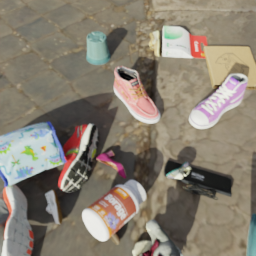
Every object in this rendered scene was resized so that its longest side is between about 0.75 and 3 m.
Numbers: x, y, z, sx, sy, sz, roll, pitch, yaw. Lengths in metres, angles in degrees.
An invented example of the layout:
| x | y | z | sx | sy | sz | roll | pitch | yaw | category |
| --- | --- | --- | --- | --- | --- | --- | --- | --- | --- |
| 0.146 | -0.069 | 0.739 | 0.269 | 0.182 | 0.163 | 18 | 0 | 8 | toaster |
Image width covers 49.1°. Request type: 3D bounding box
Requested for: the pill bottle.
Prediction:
| x | y | z | sx | sy | sz | roll | pitch | yaw | category |
| --- | --- | --- | --- | --- | --- | --- | --- | --- | --- |
| -0.342 | 2.300 | 8.100 | 1.014 | 1.014 | 1.807 | 38 | 48 | 24 | pill bottle |

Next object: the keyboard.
| x | y | z | sx | sy | sz | roll | pitch | yaw | category |
| --- | --- | --- | --- | --- | --- | --- | --- | --- | --- |
| 2.256 | 1.839 | 9.349 | 2.281 | 0.452 | 1.187 | 15 | 32 | 13 | keyboard |

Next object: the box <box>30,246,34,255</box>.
| x | y | z | sx | sy | sz | roll | pitch | yaw | category |
| --- | --- | --- | --- | --- | --- | --- | --- | --- | --- |
| -3.407 | 3.942 | 7.697 | 1.194 | 0.369 | 1.496 | 3 | 54 | 4 | box |

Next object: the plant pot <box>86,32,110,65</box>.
| x | y | z | sx | sy | sz | roll | pitch | yaw | category |
| --- | --- | --- | --- | --- | --- | --- | --- | --- | --- |
| -1.412 | -3.708 | 12.902 | 1.159 | 1.135 | 1.159 | 0 | 54 | 0 | plant pot |

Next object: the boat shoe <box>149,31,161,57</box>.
| x | y | z | sx | sy | sz | roll | pitch | yaw | category |
| --- | --- | --- | --- | --- | --- | --- | --- | --- | --- |
| 1.288 | -4.028 | 13.536 | 0.547 | 0.610 | 1.648 | -7 | 51 | 12 | boat shoe |

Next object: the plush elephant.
| x | y | z | sx | sy | sz | roll | pitch | yaw | category |
| --- | --- | --- | --- | --- | --- | --- | --- | --- | --- |
| 0.666 | 3.523 | 7.483 | 1.338 | 1.728 | 1.423 | -33 | 50 | 4 | plush elephant |

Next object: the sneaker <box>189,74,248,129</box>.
| x | y | z | sx | sy | sz | roll | pitch | yaw | category |
| --- | --- | --- | --- | --- | --- | --- | --- | --- | --- |
| 3.480 | -1.176 | 10.745 | 2.797 | 1.595 | 1.014 | -36 | 63 | -22 | sneaker |

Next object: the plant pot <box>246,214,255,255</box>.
| x | y | z | sx | sy | sz | roll | pitch | yaw | category |
| --- | --- | --- | --- | --- | --- | --- | --- | --- | --- |
| 4.054 | 3.247 | 6.751 | 1.991 | 2.033 | 2.033 | -1 | 49 | 31 | plant pot |

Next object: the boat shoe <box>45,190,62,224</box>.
| x | y | z | sx | sy | sz | roll | pitch | yaw | category |
| --- | --- | --- | --- | --- | --- | --- | --- | --- | --- |
| -2.358 | 2.520 | 8.756 | 0.395 | 0.404 | 1.140 | -21 | 54 | -6 | boat shoe |

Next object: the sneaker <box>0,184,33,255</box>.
| x | y | z | sx | sy | sz | roll | pitch | yaw | category |
| --- | --- | --- | --- | --- | --- | --- | --- | --- | --- |
| -3.511 | 2.884 | 7.930 | 1.187 | 1.117 | 2.898 | -29 | 33 | -4 | sneaker |

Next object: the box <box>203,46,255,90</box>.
| x | y | z | sx | sy | sz | roll | pitch | yaw | category |
| --- | --- | --- | --- | --- | --- | --- | --- | --- | --- |
| 4.697 | -2.775 | 12.711 | 2.176 | 0.283 | 2.661 | 2 | 54 | -1 | box |

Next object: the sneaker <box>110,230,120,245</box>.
| x | y | z | sx | sy | sz | roll | pitch | yaw | category |
| --- | --- | --- | --- | --- | --- | --- | --- | --- | --- |
| -0.507 | 2.877 | 8.444 | 0.463 | 0.432 | 1.227 | -27 | 58 | -22 | sneaker |

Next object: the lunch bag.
| x | y | z | sx | sy | sz | roll | pitch | yaw | category |
| --- | --- | --- | --- | --- | --- | --- | --- | --- | --- |
| -3.396 | 0.655 | 9.416 | 2.044 | 1.532 | 2.404 | -22 | 26 | -18 | lunch bag |

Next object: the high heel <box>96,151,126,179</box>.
| x | y | z | sx | sy | sz | roll | pitch | yaw | category |
| --- | --- | --- | --- | --- | --- | --- | --- | --- | --- |
| -0.563 | 1.350 | 9.608 | 0.613 | 0.430 | 1.276 | -25 | 47 | -18 | high heel |

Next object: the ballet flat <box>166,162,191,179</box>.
| x | y | z | sx | sy | sz | roll | pitch | yaw | category |
| --- | --- | --- | --- | --- | --- | --- | --- | --- | --- |
| 1.707 | 1.454 | 9.115 | 1.098 | 0.395 | 0.395 | -23 | 54 | -40 | ballet flat |

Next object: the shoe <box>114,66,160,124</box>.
| x | y | z | sx | sy | sz | roll | pitch | yaw | category |
| --- | --- | --- | --- | --- | --- | --- | --- | --- | --- |
| 0.301 | -1.338 | 11.093 | 0.934 | 1.189 | 2.615 | -31 | 59 | -21 | shoe |

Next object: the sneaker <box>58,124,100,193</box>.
| x | y | z | sx | sy | sz | roll | pitch | yaw | category |
| --- | --- | --- | --- | --- | --- | --- | --- | --- | --- |
| -1.828 | 1.015 | 9.682 | 1.126 | 1.022 | 2.653 | -1 | 50 | 25 | sneaker |

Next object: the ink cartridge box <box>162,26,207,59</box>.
| x | y | z | sx | sy | sz | roll | pitch | yaw | category |
| --- | --- | --- | --- | --- | --- | --- | --- | --- | --- |
| 2.791 | -4.163 | 13.630 | 2.237 | 0.560 | 1.800 | 3 | 54 | 4 | ink cartridge box |
